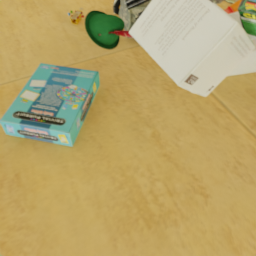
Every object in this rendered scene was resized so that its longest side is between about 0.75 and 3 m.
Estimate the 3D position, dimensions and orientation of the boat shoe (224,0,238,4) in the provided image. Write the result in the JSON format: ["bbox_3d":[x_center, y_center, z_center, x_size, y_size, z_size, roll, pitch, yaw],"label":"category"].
[{"bbox_3d":[5.407,-6.654,14.385,0.419,0.445,1.169,-33,57,-25],"label":"boat shoe"}]

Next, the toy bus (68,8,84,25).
[{"bbox_3d":[-2.386,-5.207,13.178,0.759,0.392,0.716,-19,57,-9],"label":"toy bus"}]

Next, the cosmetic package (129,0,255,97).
[{"bbox_3d":[1.579,-2.209,7.013,1.779,1.780,2.158,4,43,-55],"label":"cosmetic package"}]

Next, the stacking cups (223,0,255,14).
[{"bbox_3d":[4.414,-4.462,9.982,2.529,0.765,0.765,-31,48,17],"label":"stacking cups"}]

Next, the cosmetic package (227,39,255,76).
[{"bbox_3d":[3.620,-2.767,10.595,2.617,1.110,1.408,-8,48,-7],"label":"cosmetic package"}]

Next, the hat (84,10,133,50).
[{"bbox_3d":[-0.325,-3.290,8.720,1.598,1.407,1.324,5,77,-40],"label":"hat"}]

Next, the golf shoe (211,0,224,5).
[{"bbox_3d":[2.669,-5.788,10.461,2.765,1.082,1.344,18,81,-28],"label":"golf shoe"}]

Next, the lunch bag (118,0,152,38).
[{"bbox_3d":[1.092,-5.066,12.318,2.676,1.573,2.194,-3,47,-12],"label":"lunch bag"}]

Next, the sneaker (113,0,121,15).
[{"bbox_3d":[0.362,-6.121,13.649,1.105,0.859,2.455,33,55,29],"label":"sneaker"}]

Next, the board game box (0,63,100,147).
[{"bbox_3d":[-2.412,-0.875,9.245,2.206,0.686,2.922,10,50,8],"label":"board game box"}]

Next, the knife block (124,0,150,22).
[{"bbox_3d":[1.301,-4.614,9.014,2.506,2.855,0.913,24,28,-2],"label":"knife block"}]

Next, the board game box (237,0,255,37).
[{"bbox_3d":[3.615,-1.961,5.782,2.562,0.301,1.342,30,11,29],"label":"board game box"}]

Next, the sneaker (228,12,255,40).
[{"bbox_3d":[3.574,-3.257,8.706,1.549,1.012,2.694,2,25,41],"label":"sneaker"}]
